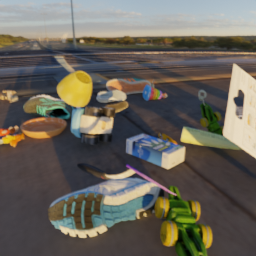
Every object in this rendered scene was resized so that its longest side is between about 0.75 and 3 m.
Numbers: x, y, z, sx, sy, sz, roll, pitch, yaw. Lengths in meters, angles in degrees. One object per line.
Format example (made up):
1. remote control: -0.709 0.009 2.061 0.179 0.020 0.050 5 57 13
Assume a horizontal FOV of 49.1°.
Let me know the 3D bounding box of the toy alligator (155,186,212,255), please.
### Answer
1. toy alligator: 1.066 2.123 5.240 0.891 0.646 2.688 8 24 -8

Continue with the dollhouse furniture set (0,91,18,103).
1. dollhouse furniture set: -6.805 -1.780 15.750 1.073 0.556 0.475 9 20 22

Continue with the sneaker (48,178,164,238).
1. sneaker: -0.541 1.643 6.324 2.598 0.974 1.126 -2 12 -29

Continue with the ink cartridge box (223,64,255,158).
1. ink cartridge box: 3.352 0.163 6.847 2.969 0.847 2.413 29 54 -10

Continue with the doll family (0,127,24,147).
1. doll family: -4.307 0.350 10.140 0.988 0.717 1.592 -13 6 -14

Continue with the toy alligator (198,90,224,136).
1. toy alligator: 2.906 -0.353 10.067 0.707 2.134 0.513 -23 8 -12

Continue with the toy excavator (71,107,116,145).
1. toy excavator: -1.610 -0.270 10.646 2.512 1.255 2.442 11 7 30

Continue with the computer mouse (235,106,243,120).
1. computer mouse: 4.932 -0.393 12.258 1.131 0.452 2.062 2 26 18

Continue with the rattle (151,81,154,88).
1. rattle: 1.354 -2.574 17.426 0.602 0.843 0.549 9 55 3

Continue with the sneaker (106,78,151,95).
1. sneaker: -0.024 -2.596 17.491 2.797 0.998 1.117 0 14 -11

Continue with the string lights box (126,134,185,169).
1. string lights box: 0.849 0.722 9.052 1.727 0.509 0.887 18 24 40

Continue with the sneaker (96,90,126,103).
1. sneaker: -0.954 -1.711 15.452 1.698 0.620 0.601 0 -17 -26

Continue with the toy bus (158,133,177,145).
1. toy bus: 1.368 0.486 9.894 0.294 0.354 0.904 12 14 -27

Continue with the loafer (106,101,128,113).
1. loafer: -0.560 -0.879 12.731 1.167 0.442 0.399 -14 -7 6

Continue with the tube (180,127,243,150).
1. tube: 2.855 0.427 9.474 2.101 0.545 0.609 11 56 11

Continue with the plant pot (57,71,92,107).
1. plant pot: -1.664 -1.402 9.327 1.161 0.824 1.161 23 41 -22

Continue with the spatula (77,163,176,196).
1. spatula: -0.274 0.996 6.066 2.890 0.297 0.817 -1 -30 46

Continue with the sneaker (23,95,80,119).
1. sneaker: -3.563 -0.850 12.671 2.644 1.026 1.206 1 23 7

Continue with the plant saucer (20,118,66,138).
1. plant saucer: -3.384 0.007 11.289 1.783 0.334 1.783 0 21 0

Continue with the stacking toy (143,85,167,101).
1. stacking toy: 1.625 -1.913 16.095 1.417 0.823 0.778 7 22 -23
